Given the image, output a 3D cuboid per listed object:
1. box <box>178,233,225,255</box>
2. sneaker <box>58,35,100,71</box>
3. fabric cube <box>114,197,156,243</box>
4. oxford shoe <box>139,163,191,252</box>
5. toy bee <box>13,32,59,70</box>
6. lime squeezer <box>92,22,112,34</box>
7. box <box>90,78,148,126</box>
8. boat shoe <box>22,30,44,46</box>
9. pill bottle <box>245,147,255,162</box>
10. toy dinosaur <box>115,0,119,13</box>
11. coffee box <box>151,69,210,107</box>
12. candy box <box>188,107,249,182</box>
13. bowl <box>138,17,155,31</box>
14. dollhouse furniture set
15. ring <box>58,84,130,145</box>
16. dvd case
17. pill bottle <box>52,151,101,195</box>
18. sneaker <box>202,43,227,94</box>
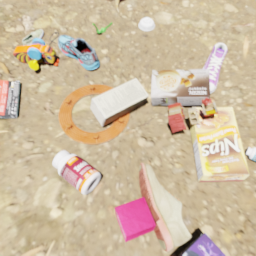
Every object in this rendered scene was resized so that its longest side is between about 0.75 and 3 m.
[{"bbox_3d":[1.722,4.323,7.339,2.410,1.257,1.783,-37,67,-20],"label":"box"},{"bbox_3d":[-2.123,-3.504,11.963,2.357,1.126,0.935,36,66,19],"label":"sneaker"},{"bbox_3d":[0.189,2.764,8.445,0.934,0.919,0.937,-19,61,-11],"label":"fabric cube"},{"bbox_3d":[1.069,2.324,8.767,1.005,0.964,2.723,-14,70,-14],"label":"oxford shoe"},{"bbox_3d":[-3.610,-3.017,11.797,2.360,1.283,1.545,13,64,37],"label":"toy bee"},{"bbox_3d":[-1.247,-4.655,13.053,0.267,0.500,1.415,20,29,29],"label":"lime squeezer"},{"bbox_3d":[-0.335,-0.966,10.470,1.980,0.770,0.940,-27,76,-22],"label":"box"},{"bbox_3d":[-4.314,-4.125,12.756,0.445,0.384,1.237,26,63,14],"label":"boat shoe"},{"bbox_3d":[4.532,0.977,9.756,0.819,0.454,0.454,26,63,15],"label":"pill bottle"},{"bbox_3d":[-0.581,-6.709,14.180,0.938,0.540,1.854,14,61,6],"label":"toy dinosaur"},{"bbox_3d":[1.984,-1.508,10.708,2.139,0.853,1.223,2,70,10],"label":"coffee box"},{"bbox_3d":[3.093,0.538,9.835,1.526,0.731,2.644,-1,59,-1],"label":"candy box"},{"bbox_3d":[0.886,-4.973,13.275,0.779,0.350,0.779,0,61,0],"label":"bowl"},{"bbox_3d":[2.282,-0.498,9.948,1.716,0.698,0.923,-13,28,18],"label":"dollhouse furniture set"},{"bbox_3d":[-1.312,-0.629,10.804,2.759,0.265,2.759,0,59,0],"label":"ring"},{"bbox_3d":[-5.474,-1.149,10.824,2.355,0.259,1.719,1,59,-16],"label":"dvd case"},{"bbox_3d":[-1.730,1.430,9.250,1.532,0.865,0.865,34,65,18],"label":"pill bottle"},{"bbox_3d":[3.420,-2.505,11.317,0.808,1.271,2.229,17,63,8],"label":"sneaker"}]
